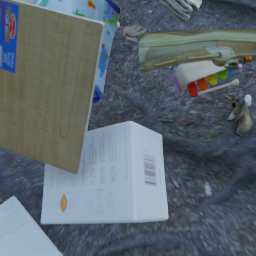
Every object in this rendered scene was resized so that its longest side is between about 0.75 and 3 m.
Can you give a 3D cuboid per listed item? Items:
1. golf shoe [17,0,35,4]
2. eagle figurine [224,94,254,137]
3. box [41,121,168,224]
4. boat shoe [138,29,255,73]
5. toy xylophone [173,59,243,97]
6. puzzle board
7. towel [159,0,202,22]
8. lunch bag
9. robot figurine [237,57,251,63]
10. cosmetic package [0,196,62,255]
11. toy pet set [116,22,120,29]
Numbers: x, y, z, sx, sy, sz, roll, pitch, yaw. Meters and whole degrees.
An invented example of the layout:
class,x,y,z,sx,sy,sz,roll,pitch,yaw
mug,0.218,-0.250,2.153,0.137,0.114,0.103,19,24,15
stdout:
class,x,y,z,sx,sy,sz,roll,pitch,yaw
golf shoe,-2.213,-4.220,7.437,1.333,1.073,2.741,20,93,3
eagle figurine,3.351,-0.431,8.383,0.888,0.884,1.171,4,39,-10
box,-0.449,0.889,4.960,1.988,1.057,1.513,-12,70,32
boat shoe,1.445,-1.434,5.368,2.689,0.846,0.981,7,21,23
toy xylophone,1.926,-1.278,6.703,1.636,0.411,1.197,-13,61,9
puzzle board,-1.343,-0.561,4.132,1.738,2.306,0.201,18,25,10
towel,0.797,-3.299,6.216,1.846,0.480,2.785,37,32,-12
lunch bag,-1.660,-1.628,6.029,2.645,1.686,2.249,-5,65,36
robot figurine,4.290,-2.926,10.494,0.729,0.293,1.006,-3,74,4
cosmetic package,-2.206,2.564,5.883,1.064,0.775,2.093,-37,61,-26
toy pet set,-1.089,-4.069,10.445,1.209,2.276,2.125,10,76,35
